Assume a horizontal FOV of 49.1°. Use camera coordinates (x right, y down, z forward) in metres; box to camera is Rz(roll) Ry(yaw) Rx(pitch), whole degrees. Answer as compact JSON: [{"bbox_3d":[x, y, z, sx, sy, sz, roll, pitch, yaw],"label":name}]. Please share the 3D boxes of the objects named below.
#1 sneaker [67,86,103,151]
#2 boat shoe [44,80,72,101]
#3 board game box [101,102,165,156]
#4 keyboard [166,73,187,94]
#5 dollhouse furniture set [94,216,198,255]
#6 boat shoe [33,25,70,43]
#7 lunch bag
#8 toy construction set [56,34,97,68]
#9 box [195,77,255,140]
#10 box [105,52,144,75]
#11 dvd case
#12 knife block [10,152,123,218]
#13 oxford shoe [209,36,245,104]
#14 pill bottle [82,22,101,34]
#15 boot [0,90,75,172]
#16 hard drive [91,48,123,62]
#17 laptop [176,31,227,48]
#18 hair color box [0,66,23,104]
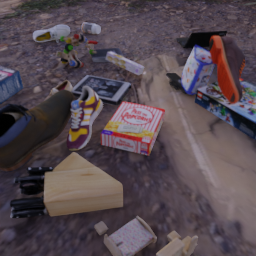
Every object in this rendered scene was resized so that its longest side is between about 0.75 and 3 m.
[{"bbox_3d":[-1.375,-0.294,7.857,0.709,0.852,1.892,-3,53,28],"label":"sneaker"},{"bbox_3d":[-2.512,-1.226,9.819,0.464,0.435,1.258,30,62,24],"label":"boat shoe"},{"bbox_3d":[0.197,-0.052,8.414,1.432,0.438,1.891,12,37,14],"label":"board game box"},{"bbox_3d":[1.905,-1.677,10.817,0.731,0.278,1.405,-5,40,-29],"label":"keyboard"},{"bbox_3d":[0.336,1.995,5.450,1.354,0.775,1.588,-24,46,-32],"label":"dollhouse furniture set"},{"bbox_3d":[-3.897,-4.802,14.441,1.959,0.724,0.835,-14,40,-15],"label":"boat shoe"},{"bbox_3d":[2.560,-2.087,10.316,0.965,1.325,1.558,21,36,4],"label":"lunch bag"},{"bbox_3d":[-2.371,-3.474,12.296,1.320,1.432,1.717,17,37,37],"label":"toy construction set"},{"bbox_3d":[3.982,-0.719,9.254,2.007,0.554,2.939,-22,43,-26],"label":"box"},{"bbox_3d":[-0.157,-2.691,11.614,1.690,0.350,0.327,30,31,19],"label":"box"},{"bbox_3d":[-1.011,-1.438,10.457,1.888,0.234,1.419,14,40,16],"label":"dvd case"},{"bbox_3d":[-1.426,1.535,6.109,2.146,0.687,1.884,29,55,23],"label":"knife block"},{"bbox_3d":[3.358,-1.963,8.955,0.960,0.942,2.647,-5,63,0],"label":"oxford shoe"},{"bbox_3d":[-2.039,-5.497,15.480,0.959,0.558,0.558,18,41,22],"label":"pill bottle"},{"bbox_3d":[-2.455,-0.208,7.234,1.059,1.374,2.836,30,67,15],"label":"boot"},{"bbox_3d":[-1.005,-3.349,12.890,1.406,0.297,0.948,-9,38,-11],"label":"hard drive"},{"bbox_3d":[3.575,-4.585,13.900,1.781,1.038,2.010,-5,38,-8],"label":"laptop"},{"bbox_3d":[-5.086,-1.245,9.744,1.314,0.795,2.628,13,40,17],"label":"hair color box"}]
